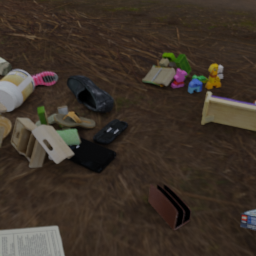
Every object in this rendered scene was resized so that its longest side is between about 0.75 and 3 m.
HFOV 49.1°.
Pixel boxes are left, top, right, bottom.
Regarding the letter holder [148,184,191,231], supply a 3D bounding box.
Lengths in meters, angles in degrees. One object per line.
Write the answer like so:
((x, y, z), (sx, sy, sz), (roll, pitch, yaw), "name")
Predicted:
((1.087, 1.941, 7.351), (0.559, 0.790, 1.111), (-21, 40, -26), "letter holder")

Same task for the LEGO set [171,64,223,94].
((3.559, -2.481, 13.129), (2.831, 1.162, 1.080), (-14, 39, -18), "LEGO set")

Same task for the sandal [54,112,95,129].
((-1.924, -0.336, 10.304), (1.667, 0.450, 0.670), (8, 33, -34), "sandal")

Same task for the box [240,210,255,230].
((3.435, 2.146, 6.441), (1.116, 0.325, 1.629), (0, -7, 41), "box")

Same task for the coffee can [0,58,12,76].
((-6.593, -3.201, 14.477), (0.740, 0.740, 1.011), (-29, 46, -34), "coffee can")

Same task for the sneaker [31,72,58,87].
((-4.325, -2.347, 13.465), (1.793, 0.708, 0.855), (-16, 28, -22), "sneaker")

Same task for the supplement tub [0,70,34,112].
((-4.859, -1.576, 11.817), (1.235, 1.235, 1.710), (6, 37, 8), "supplement tub")

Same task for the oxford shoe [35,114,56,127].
((-3.108, -0.222, 10.804), (0.951, 0.275, 0.358), (-27, 69, -13), "oxford shoe")

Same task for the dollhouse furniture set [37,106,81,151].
((-2.446, -0.099, 9.810), (1.191, 0.912, 1.818), (-13, 29, -15), "dollhouse furniture set")

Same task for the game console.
((-0.852, 0.474, 9.794), (1.544, 0.316, 2.617), (21, 42, 26), "game console")

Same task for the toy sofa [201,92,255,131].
((4.173, -0.608, 10.634), (2.577, 1.067, 1.257), (14, 39, 18), "toy sofa")

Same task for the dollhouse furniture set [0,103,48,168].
((-3.897, 0.403, 8.442), (2.399, 2.103, 1.594), (2, 24, -47), "dollhouse furniture set")

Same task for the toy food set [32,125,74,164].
((-2.221, 0.517, 8.313), (0.478, 1.136, 1.583), (-38, 0, -3), "toy food set")

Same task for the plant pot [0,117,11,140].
((-5.254, 0.196, 10.211), (1.946, 0.267, 1.946), (1, 36, 0), "plant pot")

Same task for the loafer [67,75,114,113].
((-1.806, -1.480, 11.857), (1.008, 0.975, 2.872), (-16, 40, -42), "loafer")

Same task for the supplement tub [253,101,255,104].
((5.376, -0.861, 11.504), (0.461, 0.461, 0.861), (15, 38, 20), "supplement tub")

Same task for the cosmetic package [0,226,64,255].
((-2.582, 2.780, 5.346), (2.582, 0.944, 1.337), (6, 31, -28), "cosmetic package")

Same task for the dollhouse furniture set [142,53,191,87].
((1.919, -2.608, 13.908), (1.385, 1.061, 2.113), (17, 62, 42), "dollhouse furniture set")
